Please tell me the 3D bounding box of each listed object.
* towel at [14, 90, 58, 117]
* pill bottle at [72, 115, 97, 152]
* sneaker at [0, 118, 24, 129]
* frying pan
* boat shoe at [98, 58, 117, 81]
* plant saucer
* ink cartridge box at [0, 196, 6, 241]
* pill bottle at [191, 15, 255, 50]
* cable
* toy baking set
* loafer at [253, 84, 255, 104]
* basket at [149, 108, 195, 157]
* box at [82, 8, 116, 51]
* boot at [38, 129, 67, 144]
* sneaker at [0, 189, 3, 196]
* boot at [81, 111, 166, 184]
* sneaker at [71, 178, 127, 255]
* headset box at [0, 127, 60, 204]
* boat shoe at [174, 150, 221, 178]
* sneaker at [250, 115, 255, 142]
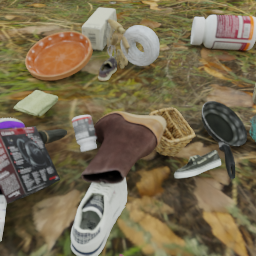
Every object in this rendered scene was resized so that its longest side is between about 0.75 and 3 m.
[{"bbox_3d":[-2.879,-0.800,8.887,0.931,0.229,1.255,17,36,13],"label":"towel"},{"bbox_3d":[-1.159,0.149,7.553,0.530,0.530,0.914,-13,84,-15],"label":"pill bottle"},{"bbox_3d":[-3.843,0.243,8.006,1.711,0.595,0.851,-6,63,-25],"label":"sneaker"},{"bbox_3d":[2.898,0.322,8.009,1.593,0.429,2.633,6,54,-27],"label":"frying pan"},{"bbox_3d":[-0.786,-2.432,11.177,0.520,0.468,1.445,19,48,8],"label":"boat shoe"},{"bbox_3d":[-2.784,-2.914,11.397,2.720,0.439,2.720,-6,54,8],"label":"plant saucer"},{"bbox_3d":[-2.954,1.921,5.970,0.589,0.579,0.800,7,25,-22],"label":"ink cartridge box"},{"bbox_3d":[4.257,-4.311,12.632,2.634,1.443,1.443,5,42,5],"label":"pill bottle"},{"bbox_3d":[0.458,-3.218,11.035,1.586,1.587,0.549,29,54,16],"label":"cable"},{"bbox_3d":[-0.543,-3.437,11.348,0.274,1.808,2.356,-16,45,-19],"label":"toy baking set"},{"bbox_3d":[4.588,-1.361,9.663,0.418,1.106,0.378,13,15,-1],"label":"loafer"},{"bbox_3d":[1.035,0.029,7.649,0.874,0.912,1.225,14,36,-40],"label":"basket"},{"bbox_3d":[-1.338,-4.814,13.490,0.915,1.099,2.675,9,43,9],"label":"box"},{"bbox_3d":[-2.523,0.356,8.037,1.383,0.536,0.957,-9,3,32],"label":"boot"},{"bbox_3d":[-3.722,1.384,6.555,2.276,0.791,1.132,-10,36,-10],"label":"sneaker"},{"bbox_3d":[-0.499,0.451,6.936,2.603,0.942,2.165,-7,28,43],"label":"boot"},{"bbox_3d":[-0.566,1.580,6.269,0.927,0.977,2.427,8,41,9],"label":"sneaker"},{"bbox_3d":[-2.459,0.706,6.431,0.637,1.650,1.228,-30,-7,20],"label":"headset box"},{"bbox_3d":[1.734,0.915,7.133,1.381,0.440,0.488,-16,-1,-24],"label":"boat shoe"},{"bbox_3d":[3.849,0.236,8.063,0.571,0.671,1.471,13,69,-15],"label":"sneaker"}]
